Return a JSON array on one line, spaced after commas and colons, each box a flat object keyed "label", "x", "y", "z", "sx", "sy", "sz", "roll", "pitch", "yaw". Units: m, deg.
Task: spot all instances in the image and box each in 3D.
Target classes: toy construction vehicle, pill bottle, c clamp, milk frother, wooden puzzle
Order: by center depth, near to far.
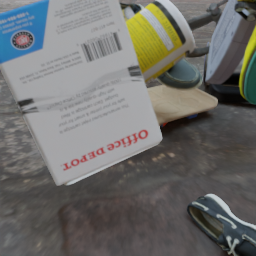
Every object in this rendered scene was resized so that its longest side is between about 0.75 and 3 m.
[{"label": "toy construction vehicle", "x": 2.477, "y": -2.438, "z": 4.692, "sx": 1.799, "sy": 1.566, "sz": 0.634, "roll": 9, "pitch": -7, "yaw": -44}, {"label": "pill bottle", "x": 0.090, "y": -1.487, "z": 5.886, "sx": 2.339, "sy": 1.302, "sz": 1.302, "roll": -35, "pitch": 34, "yaw": 5}, {"label": "c clamp", "x": 2.452, "y": -2.809, "z": 8.289, "sx": 2.249, "sy": 0.357, "sz": 2.633, "roll": -17, "pitch": -15, "yaw": 19}, {"label": "wooden puzzle", "x": 1.266, "y": -0.747, "z": 8.947, "sx": 2.321, "sy": 0.537, "sz": 2.149, "roll": -20, "pitch": 36, "yaw": -22}, {"label": "milk frother", "x": 3.958, "y": -2.479, "z": 9.413, "sx": 2.670, "sy": 2.838, "sz": 2.561, "roll": 6, "pitch": 37, "yaw": 20}]

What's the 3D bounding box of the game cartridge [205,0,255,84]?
[{"label": "game cartridge", "x": 2.275, "y": -2.034, "z": 6.194, "sx": 0.488, "sy": 2.412, "sz": 1.608, "roll": 14, "pitch": 72, "yaw": 5}]

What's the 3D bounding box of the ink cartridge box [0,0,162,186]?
[{"label": "ink cartridge box", "x": -0.704, "y": -0.603, "z": 4.065, "sx": 1.688, "sy": 2.312, "sz": 0.974, "roll": -22, "pitch": 19, "yaw": -10}]

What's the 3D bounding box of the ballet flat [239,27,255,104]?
[{"label": "ballet flat", "x": 2.098, "y": -1.438, "z": 3.720, "sx": 0.817, "sy": 2.444, "sz": 0.819, "roll": 4, "pitch": 47, "yaw": 3}]

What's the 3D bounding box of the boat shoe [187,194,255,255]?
[{"label": "boat shoe", "x": 1.676, "y": 1.772, "z": 4.594, "sx": 0.544, "sy": 0.682, "sz": 1.804, "roll": -13, "pitch": 21, "yaw": -22}]

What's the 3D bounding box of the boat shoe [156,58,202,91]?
[{"label": "boat shoe", "x": 0.875, "y": -1.665, "z": 6.991, "sx": 0.799, "sy": 0.678, "sz": 2.195, "roll": -47, "pitch": 59, "yaw": -5}]

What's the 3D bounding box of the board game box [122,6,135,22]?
[{"label": "board game box", "x": -0.169, "y": -2.596, "z": 7.253, "sx": 1.066, "sy": 0.722, "sz": 0.184, "roll": -41, "pitch": 16, "yaw": -28}]

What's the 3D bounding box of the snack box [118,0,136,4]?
[{"label": "snack box", "x": -0.402, "y": -4.733, "z": 11.150, "sx": 0.601, "sy": 1.671, "sz": 0.203, "roll": 39, "pitch": 33, "yaw": -19}]

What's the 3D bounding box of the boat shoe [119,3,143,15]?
[{"label": "boat shoe", "x": 0.113, "y": -3.924, "z": 9.842, "sx": 2.725, "sy": 0.822, "sz": 1.030, "roll": -3, "pitch": 51, "yaw": -14}]
